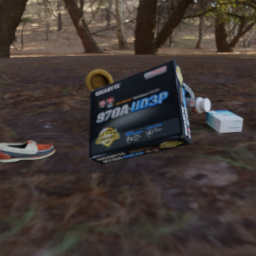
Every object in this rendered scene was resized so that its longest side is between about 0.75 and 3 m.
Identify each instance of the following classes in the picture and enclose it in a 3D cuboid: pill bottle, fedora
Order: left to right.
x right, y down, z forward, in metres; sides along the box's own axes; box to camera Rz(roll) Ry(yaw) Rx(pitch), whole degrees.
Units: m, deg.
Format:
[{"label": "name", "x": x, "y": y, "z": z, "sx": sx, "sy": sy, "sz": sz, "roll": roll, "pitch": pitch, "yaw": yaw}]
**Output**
[{"label": "fedora", "x": -1.276, "y": -1.955, "z": 12.084, "sx": 1.228, "sy": 1.228, "sz": 0.501, "roll": -6, "pitch": 17, "yaw": -16}, {"label": "pill bottle", "x": 2.697, "y": -0.900, "z": 11.320, "sx": 1.076, "sy": 0.624, "sz": 0.624, "roll": 1, "pitch": 15, "yaw": 42}]

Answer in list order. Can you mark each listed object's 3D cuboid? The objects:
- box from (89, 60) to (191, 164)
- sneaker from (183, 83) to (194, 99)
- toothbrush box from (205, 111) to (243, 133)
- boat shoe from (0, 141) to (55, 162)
[{"label": "box", "x": 0.212, "y": -0.357, "z": 7.616, "sx": 2.762, "sy": 2.195, "sz": 0.635, "roll": -15, "pitch": -27, "yaw": 28}, {"label": "sneaker", "x": 2.366, "y": -2.030, "z": 13.520, "sx": 0.885, "sy": 2.361, "sz": 1.023, "roll": -37, "pitch": 16, "yaw": 21}, {"label": "toothbrush box", "x": 3.735, "y": -0.265, "z": 11.007, "sx": 0.911, "sy": 0.531, "sz": 1.245, "roll": -3, "pitch": 20, "yaw": -8}, {"label": "boat shoe", "x": -3.022, "y": 0.641, "z": 8.372, "sx": 1.610, "sy": 0.504, "sz": 0.573, "roll": -6, "pitch": 18, "yaw": -21}]
